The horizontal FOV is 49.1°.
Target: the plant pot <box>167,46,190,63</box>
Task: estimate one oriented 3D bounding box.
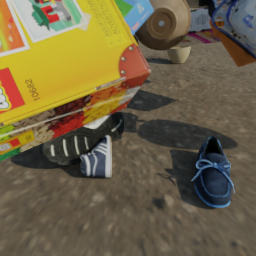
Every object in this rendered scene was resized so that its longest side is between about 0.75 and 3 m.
[{"bbox_3d":[2.296,-3.352,12.817,1.052,0.706,1.052,-3,23,1],"label":"plant pot"}]

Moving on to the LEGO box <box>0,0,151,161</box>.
[{"bbox_3d":[-1.327,-1.179,2.924,2.008,2.697,1.041,-24,-8,-19],"label":"LEGO box"}]

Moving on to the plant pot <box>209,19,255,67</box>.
[{"bbox_3d":[3.106,-2.341,6.772,1.927,1.349,1.927,-19,2,1],"label":"plant pot"}]

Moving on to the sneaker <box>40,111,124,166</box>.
[{"bbox_3d":[-1.009,0.171,6.103,0.875,0.815,2.206,7,21,34],"label":"sneaker"}]

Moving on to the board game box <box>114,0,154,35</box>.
[{"bbox_3d":[-1.084,-1.645,5.150,1.941,2.566,0.469,42,3,31],"label":"board game box"}]

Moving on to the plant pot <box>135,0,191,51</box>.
[{"bbox_3d":[0.828,-2.652,7.030,1.499,1.499,0.692,3,29,5],"label":"plant pot"}]

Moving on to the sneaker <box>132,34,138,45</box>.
[{"bbox_3d":[-0.141,-2.220,7.072,0.559,0.856,1.531,-28,11,31],"label":"sneaker"}]

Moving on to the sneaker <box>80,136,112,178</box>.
[{"bbox_3d":[-0.643,0.541,5.622,0.625,0.404,1.153,-1,34,-5],"label":"sneaker"}]

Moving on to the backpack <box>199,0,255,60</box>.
[{"bbox_3d":[2.569,-2.125,4.612,2.068,1.969,1.593,31,28,-16],"label":"backpack"}]

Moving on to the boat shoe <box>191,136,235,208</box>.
[{"bbox_3d":[1.492,0.706,5.142,0.720,0.587,1.711,1,27,3],"label":"boat shoe"}]

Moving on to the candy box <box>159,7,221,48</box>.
[{"bbox_3d":[1.965,-3.119,8.873,2.276,0.694,1.552,4,5,38],"label":"candy box"}]
